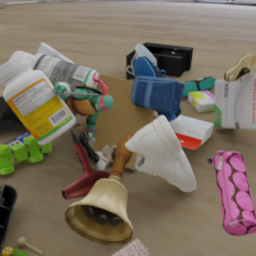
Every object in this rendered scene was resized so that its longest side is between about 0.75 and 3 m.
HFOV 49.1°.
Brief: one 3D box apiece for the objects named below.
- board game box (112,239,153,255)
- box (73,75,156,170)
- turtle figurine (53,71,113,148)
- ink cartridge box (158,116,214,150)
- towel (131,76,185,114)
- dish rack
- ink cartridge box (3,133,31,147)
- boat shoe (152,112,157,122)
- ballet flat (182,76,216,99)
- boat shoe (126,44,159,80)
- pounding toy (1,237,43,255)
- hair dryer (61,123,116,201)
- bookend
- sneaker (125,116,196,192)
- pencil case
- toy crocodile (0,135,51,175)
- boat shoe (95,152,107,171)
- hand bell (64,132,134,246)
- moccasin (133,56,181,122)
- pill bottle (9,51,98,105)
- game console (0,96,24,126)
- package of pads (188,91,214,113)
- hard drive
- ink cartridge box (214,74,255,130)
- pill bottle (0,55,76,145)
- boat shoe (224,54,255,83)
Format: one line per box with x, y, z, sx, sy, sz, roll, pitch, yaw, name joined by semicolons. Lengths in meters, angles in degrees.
-0.050;2.787;4.840;1.024;1.285;0.622;-21;38;-32;board game box
-0.337;-0.237;8.872;2.176;2.661;0.283;16;-8;19;box
-1.422;-0.546;7.993;2.937;2.199;1.479;3;40;38;turtle figurine
1.716;0.029;9.421;1.801;0.532;2.250;17;16;25;ink cartridge box
0.757;-0.968;7.963;0.406;0.933;1.672;5;8;-45;towel
-3.862;1.759;5.790;2.650;0.723;2.033;31;27;-26;dish rack
-3.706;0.567;9.453;0.531;0.250;1.130;23;38;31;ink cartridge box
0.337;-0.723;9.959;0.813;2.202;0.814;-1;60;40;boat shoe
3.055;-1.870;13.117;2.328;0.864;0.864;-14;34;-25;ballet flat
0.584;-2.286;11.501;1.052;1.214;2.848;24;35;-38;boat shoe
-2.376;2.681;5.817;0.739;0.444;0.957;18;36;26;pounding toy
-1.069;0.981;7.025;1.543;0.550;2.026;31;47;-10;hair dryer
1.710;-3.471;15.038;2.822;1.308;2.840;14;34;21;bookend
0.821;0.879;7.011;1.258;2.842;1.069;-29;44;6;sneaker
1.634;0.994;4.398;0.573;0.592;1.263;-18;50;23;pencil case
-3.403;0.776;8.553;2.365;0.798;0.730;-21;22;-36;toy crocodile
-0.765;0.972;8.127;0.354;0.360;1.015;-8;22;-13;boat shoe
-0.256;1.082;6.490;1.433;1.433;2.752;8;41;12;hand bell
0.957;-1.291;9.345;0.946;2.352;0.802;-26;-1;44;moccasin
-2.503;-1.555;9.404;2.727;1.542;1.542;17;33;1;pill bottle
-4.525;-0.464;11.142;2.329;1.541;2.648;22;25;-23;game console
3.225;-1.153;12.083;0.990;0.437;1.281;-8;32;-12;package of pads
-2.999;-1.943;10.406;1.311;1.989;0.261;34;30;-3;hard drive
3.969;-0.823;9.375;1.011;1.752;2.398;0;3;-17;ink cartridge box
-2.456;-0.734;7.379;1.206;2.172;1.206;-31;14;8;pill bottle
3.505;-1.767;8.471;1.301;0.466;0.495;-41;35;-14;boat shoe
